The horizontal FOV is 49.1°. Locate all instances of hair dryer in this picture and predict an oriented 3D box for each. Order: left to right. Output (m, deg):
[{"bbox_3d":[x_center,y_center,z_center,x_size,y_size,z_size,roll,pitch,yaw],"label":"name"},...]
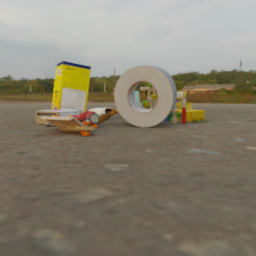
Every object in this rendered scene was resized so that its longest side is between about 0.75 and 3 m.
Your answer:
[{"bbox_3d":[-1.936,-0.326,10.263,1.729,0.617,2.270,1,1,5],"label":"hair dryer"}]

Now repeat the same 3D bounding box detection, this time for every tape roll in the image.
[{"bbox_3d":[0.650,-1.199,10.526,2.274,2.274,0.751,2,14,21],"label":"tape roll"}]

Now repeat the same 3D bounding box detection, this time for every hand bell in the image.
[{"bbox_3d":[-0.564,-0.659,11.667,1.943,1.012,1.012,-26,6,2],"label":"hand bell"}]

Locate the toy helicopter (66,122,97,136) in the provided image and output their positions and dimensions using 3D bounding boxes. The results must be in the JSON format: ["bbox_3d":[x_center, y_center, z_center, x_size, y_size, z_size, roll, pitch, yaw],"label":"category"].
[{"bbox_3d":[-1.425,0.010,8.584,1.038,0.409,0.686,3,0,28],"label":"toy helicopter"}]

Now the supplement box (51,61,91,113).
[{"bbox_3d":[-3.043,-1.961,14.778,1.494,2.745,1.503,7,2,-26],"label":"supplement box"}]

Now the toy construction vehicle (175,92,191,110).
[{"bbox_3d":[2.179,-1.042,14.592,2.212,0.895,2.541,-1,-13,13],"label":"toy construction vehicle"}]

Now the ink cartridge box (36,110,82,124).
[{"bbox_3d":[-2.975,-0.486,12.176,1.281,0.584,1.555,2,6,30],"label":"ink cartridge box"}]

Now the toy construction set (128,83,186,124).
[{"bbox_3d":[1.374,-1.122,12.269,2.385,1.832,1.989,3,7,20],"label":"toy construction set"}]

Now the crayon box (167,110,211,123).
[{"bbox_3d":[2.730,-0.593,13.385,2.067,0.525,1.312,6,8,41],"label":"crayon box"}]

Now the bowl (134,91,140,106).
[{"bbox_3d":[0.201,-1.328,15.826,0.780,1.491,1.491,-4,7,-4],"label":"bowl"}]

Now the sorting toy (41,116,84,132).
[{"bbox_3d":[-1.930,-0.148,8.890,1.176,0.232,1.271,3,-17,25],"label":"sorting toy"}]

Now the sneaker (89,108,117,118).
[{"bbox_3d":[-1.385,-0.806,14.061,1.560,0.568,0.661,-4,-17,4],"label":"sneaker"}]
